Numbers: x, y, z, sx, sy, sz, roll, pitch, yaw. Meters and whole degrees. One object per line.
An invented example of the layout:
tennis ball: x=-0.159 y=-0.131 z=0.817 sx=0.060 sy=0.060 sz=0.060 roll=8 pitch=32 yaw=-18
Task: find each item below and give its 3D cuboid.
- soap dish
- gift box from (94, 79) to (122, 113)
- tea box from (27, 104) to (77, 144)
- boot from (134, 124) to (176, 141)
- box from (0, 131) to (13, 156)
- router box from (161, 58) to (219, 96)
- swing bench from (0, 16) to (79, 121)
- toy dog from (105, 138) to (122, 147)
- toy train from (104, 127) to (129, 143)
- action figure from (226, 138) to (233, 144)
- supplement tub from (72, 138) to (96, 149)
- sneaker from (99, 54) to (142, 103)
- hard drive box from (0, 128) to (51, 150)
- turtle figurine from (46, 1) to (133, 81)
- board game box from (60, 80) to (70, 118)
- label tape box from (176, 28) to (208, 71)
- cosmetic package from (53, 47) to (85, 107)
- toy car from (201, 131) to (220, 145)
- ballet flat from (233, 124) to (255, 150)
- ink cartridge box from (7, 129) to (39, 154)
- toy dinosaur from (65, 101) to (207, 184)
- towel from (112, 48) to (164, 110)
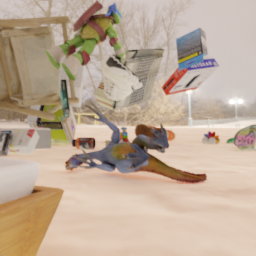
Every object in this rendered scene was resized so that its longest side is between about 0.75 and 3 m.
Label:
soap dish: x=-1.703 y=0.628 z=1.665 sx=2.059 sy=0.836 sz=1.620 roll=0 pitch=1 yaw=22
gift box: x=-0.774 y=-1.629 z=13.876 sx=1.391 sy=1.375 sz=1.490 roll=23 pitch=-10 yaw=14
tea box: x=-3.423 y=-0.225 z=12.880 sx=1.770 sy=1.202 sz=1.799 roll=2 pitch=-35 yaw=1
boot: x=1.445 y=0.335 z=15.273 sx=2.372 sy=0.890 sz=1.272 roll=13 pitch=6 yaw=43
box: x=-4.289 y=0.480 z=8.816 sx=1.073 sy=0.846 sz=0.267 roll=0 pitch=-42 yaw=-5
router box: x=2.816 y=-2.325 z=12.812 sx=2.059 sy=0.503 sz=1.848 roll=-15 pitch=-21 yaw=-32
swing bench: x=-3.308 y=-1.902 z=8.724 sx=2.831 sy=2.816 sz=1.837 roll=4 pitch=24 yaw=16
toy dog: x=-0.473 y=0.582 z=11.139 sx=0.947 sy=0.456 sz=0.625 roll=1 pitch=2 yaw=26
toy train: x=-0.646 y=0.352 z=13.741 sx=1.357 sy=0.785 sz=0.574 roll=0 pitch=1 yaw=-23
action figure: x=5.239 y=0.587 z=13.484 sx=1.242 sy=0.340 sz=0.734 roll=-8 pitch=5 yaw=-17
supplement tub: x=-1.718 y=0.592 z=10.800 sx=0.864 sy=0.462 sz=0.462 roll=1 pitch=2 yaw=9
sneaker: x=-0.298 y=-1.276 z=7.987 sx=0.974 sy=1.051 sz=2.593 roll=45 pitch=6 yaw=12
hard drive box: x=-4.261 y=0.413 z=10.930 sx=2.093 sy=0.804 sz=1.631 roll=0 pitch=2 yaw=-32
turtle figurine: x=-1.022 y=-2.267 z=8.295 sx=2.359 sy=1.751 sz=2.433 roll=-42 pitch=2 yaw=-17
board game box: x=-1.788 y=-0.787 z=7.910 sx=0.172 sy=0.826 sz=1.221 roll=-7 pitch=-7 yaw=-15
label tape box: x=2.431 y=-2.895 z=10.683 sx=1.070 sy=1.484 sz=0.470 roll=-16 pitch=-24 yaw=38
cosmetic package: x=-3.157 y=-2.266 z=12.525 sx=2.310 sy=1.933 sz=1.921 roll=5 pitch=-23 yaw=-7
toy car: x=3.843 y=0.457 z=13.034 sx=0.821 sy=0.616 sz=0.718 roll=1 pitch=3 yaw=41
ballet flat: x=5.085 y=0.425 z=10.581 sx=2.921 sy=1.010 sz=1.039 roll=-1 pitch=20 yaw=-44
ink cartridge box: x=-3.608 y=0.452 z=9.317 sx=1.031 sy=0.748 sz=0.430 roll=0 pitch=-40 yaw=11
toy dinosaur: x=-0.255 y=0.705 z=5.458 sx=1.316 sy=2.507 sz=2.275 roll=-49 pitch=8 yaw=-33
towel: x=0.481 y=-1.934 z=10.991 sx=0.419 sy=2.427 sz=2.337 roll=35 pitch=35 yaw=31
